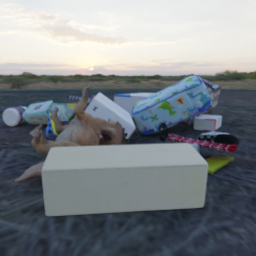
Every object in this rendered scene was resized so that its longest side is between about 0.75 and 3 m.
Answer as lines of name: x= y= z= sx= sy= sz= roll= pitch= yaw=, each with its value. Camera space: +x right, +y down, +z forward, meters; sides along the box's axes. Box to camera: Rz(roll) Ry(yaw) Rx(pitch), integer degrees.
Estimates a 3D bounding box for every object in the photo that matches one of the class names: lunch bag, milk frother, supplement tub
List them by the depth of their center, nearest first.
milk frother: x=1.121 y=0.381 z=6.257 sx=0.886 sy=0.942 sz=0.850 roll=-3 pitch=18 yaw=11
lunch bag: x=1.538 y=-0.862 z=10.155 sx=2.734 sy=1.127 sz=2.198 roll=-25 pitch=15 yaw=12
lunch bag: x=-3.401 y=-0.603 z=11.531 sx=1.274 sy=0.912 sz=1.496 roll=-6 pitch=-1 yaw=22
supplement tub: x=-4.708 y=-0.506 z=11.902 sx=0.750 sy=0.750 sz=1.069 roll=2 pitch=11 yaw=12

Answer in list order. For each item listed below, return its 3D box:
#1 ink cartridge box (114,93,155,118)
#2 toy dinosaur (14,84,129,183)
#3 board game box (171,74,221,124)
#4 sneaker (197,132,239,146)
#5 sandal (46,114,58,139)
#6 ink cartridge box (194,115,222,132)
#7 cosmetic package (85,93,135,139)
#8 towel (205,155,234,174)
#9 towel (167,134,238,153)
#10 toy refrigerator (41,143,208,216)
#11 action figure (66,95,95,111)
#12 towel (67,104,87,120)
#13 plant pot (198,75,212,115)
ink cartridge box: x=0.785 y=-1.212 z=14.669 sx=1.973 sy=1.139 sz=2.702 roll=6 pitch=12 yaw=31
toy dinosaur: x=-0.937 y=0.391 z=5.723 sx=1.117 sy=1.764 sz=2.603 roll=-13 pitch=32 yaw=53
board game box: x=2.694 y=-1.302 z=12.109 sx=2.007 sy=0.972 sz=1.600 roll=-32 pitch=49 yaw=-29
sneaker: x=2.721 y=0.289 z=8.352 sx=1.173 sy=0.435 sz=0.519 roll=7 pitch=21 yaw=28
sandal: x=-2.591 y=-0.042 z=9.416 sx=0.482 sy=0.440 sz=1.108 roll=-37 pitch=39 yaw=7
ink cartridge box: x=3.156 y=-0.207 z=11.072 sx=0.799 sy=0.459 sz=1.100 roll=7 pitch=13 yaw=31
cosmetic package: x=-0.654 y=-0.244 z=8.458 sx=1.352 sy=0.950 sz=2.666 roll=35 pitch=7 yaw=-8
towel: x=1.974 y=0.837 z=6.492 sx=0.527 sy=0.110 sz=1.224 roll=2 pitch=10 yaw=41
towel: x=1.844 y=0.369 z=6.881 sx=1.602 sy=0.180 sz=1.159 roll=10 pitch=0 yaw=22
toy refrigerator: x=-0.061 y=0.825 z=4.565 sx=2.430 sy=0.850 sz=0.923 roll=-2 pitch=18 yaw=-7
action figure: x=-2.489 y=-1.325 z=15.475 sx=2.172 sy=1.174 sz=2.245 roll=-5 pitch=9 yaw=20
towel: x=-3.126 y=-0.812 z=13.897 sx=1.538 sy=0.244 sz=2.142 roll=3 pitch=24 yaw=19
plant pot: x=3.046 y=-1.411 z=14.244 sx=1.825 sy=2.104 sz=2.104 roll=-16 pitch=9 yaw=6
